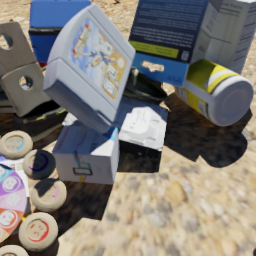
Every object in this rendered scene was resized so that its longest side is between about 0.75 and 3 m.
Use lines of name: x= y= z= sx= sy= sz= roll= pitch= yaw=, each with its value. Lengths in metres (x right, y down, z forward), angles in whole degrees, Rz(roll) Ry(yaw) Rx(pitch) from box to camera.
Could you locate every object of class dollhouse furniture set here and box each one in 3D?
dollhouse furniture set: x=-2.494 y=-1.775 z=7.193 sx=1.917 sy=1.906 sz=2.720 roll=3 pitch=32 yaw=43

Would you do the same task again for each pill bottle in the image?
pill bottle: x=1.985 y=-1.093 z=7.320 sx=1.255 sy=1.255 sz=2.255 roll=-17 pitch=37 yaw=-19

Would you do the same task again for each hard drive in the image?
hard drive: x=-0.230 y=-0.169 z=6.648 sx=2.244 sy=0.425 sz=1.568 roll=16 pitch=43 yaw=2

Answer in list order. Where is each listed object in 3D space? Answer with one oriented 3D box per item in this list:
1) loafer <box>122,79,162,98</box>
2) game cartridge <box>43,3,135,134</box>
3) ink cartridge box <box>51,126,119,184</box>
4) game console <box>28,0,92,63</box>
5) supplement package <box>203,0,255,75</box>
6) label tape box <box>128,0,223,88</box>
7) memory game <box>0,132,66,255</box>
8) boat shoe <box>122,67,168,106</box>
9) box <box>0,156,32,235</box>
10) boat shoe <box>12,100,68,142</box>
loafer: x=0.012 y=-1.203 z=7.889 sx=1.845 sy=0.694 sz=0.643 roll=-8 pitch=39 yaw=-12
game cartridge: x=-0.704 y=-1.325 z=5.702 sx=0.518 sy=1.662 sz=2.496 roll=-12 pitch=49 yaw=35
ink cartridge box: x=-0.823 y=0.540 z=5.746 sx=1.147 sy=0.838 sz=0.842 roll=3 pitch=40 yaw=8
game console: x=-1.758 y=-2.600 z=7.579 sx=1.617 sy=1.380 sz=0.957 roll=0 pitch=47 yaw=-2
supplement package: x=2.756 y=-2.561 z=8.126 sx=1.354 sy=2.381 sz=1.304 roll=30 pitch=40 yaw=29
label tape box: x=1.132 y=-2.582 z=7.376 sx=1.980 sy=2.763 sz=0.913 roll=21 pitch=12 yaw=32
memory game: x=-2.464 y=1.202 z=4.455 sx=2.924 sy=0.186 sz=2.924 roll=4 pitch=56 yaw=-6
boat shoe: x=0.013 y=-1.209 z=6.979 sx=2.264 sy=0.744 sz=0.809 roll=28 pitch=58 yaw=-24
box: x=-2.428 y=1.219 z=5.274 sx=1.047 sy=0.365 sz=1.759 roll=-8 pitch=38 yaw=-20
boat shoe: x=-1.789 y=-0.527 z=7.090 sx=0.859 sy=0.725 sz=2.409 roll=31 pitch=49 yaw=25
